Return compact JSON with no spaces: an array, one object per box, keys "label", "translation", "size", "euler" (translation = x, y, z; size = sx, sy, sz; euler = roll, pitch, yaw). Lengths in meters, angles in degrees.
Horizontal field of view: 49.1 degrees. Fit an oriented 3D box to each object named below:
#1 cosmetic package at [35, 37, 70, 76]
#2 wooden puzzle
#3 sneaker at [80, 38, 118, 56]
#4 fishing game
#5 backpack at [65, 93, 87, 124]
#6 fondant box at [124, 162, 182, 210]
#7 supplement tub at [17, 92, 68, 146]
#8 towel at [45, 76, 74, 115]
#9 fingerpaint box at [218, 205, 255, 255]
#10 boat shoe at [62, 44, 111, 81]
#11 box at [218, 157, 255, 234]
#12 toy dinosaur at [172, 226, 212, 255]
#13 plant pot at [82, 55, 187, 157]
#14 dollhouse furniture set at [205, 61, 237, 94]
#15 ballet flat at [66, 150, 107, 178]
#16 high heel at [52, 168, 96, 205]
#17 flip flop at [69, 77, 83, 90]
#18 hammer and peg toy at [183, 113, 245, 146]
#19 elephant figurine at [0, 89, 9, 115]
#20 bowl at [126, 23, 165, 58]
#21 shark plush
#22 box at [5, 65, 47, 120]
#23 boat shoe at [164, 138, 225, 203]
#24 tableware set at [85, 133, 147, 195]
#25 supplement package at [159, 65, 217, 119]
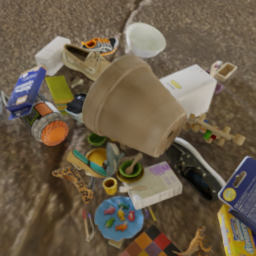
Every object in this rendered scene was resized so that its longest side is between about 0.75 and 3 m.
[{"label":"cosmetic package","translation":[-3.177,-3.128,12.181],"size":[0.702,0.890,1.654],"euler":[19,51,17]},{"label":"wooden puzzle","translation":[0.638,3.613,6.991],"size":[1.719,0.204,2.898],"euler":[-35,56,-25]},{"label":"sneaker","translation":[-1.302,-3.750,12.781],"size":[1.996,0.771,0.781],"euler":[-30,55,-25]},{"label":"fishing game","translation":[-0.269,2.473,7.828],"size":[1.975,0.307,1.414],"euler":[-11,42,-10]},{"label":"backpack","translation":[-1.537,-0.670,9.940],"size":[1.030,0.873,1.160],"euler":[-50,35,-16]},{"label":"fondant box","translation":[0.706,1.689,8.359],"size":[1.465,0.427,1.057],"euler":[-16,40,-14]},{"label":"supplement tub","translation":[-2.981,-0.324,9.666],"size":[1.186,1.186,1.935],"euler":[-33,58,-24]},{"label":"towel","translation":[-2.528,-1.275,10.734],"size":[0.789,0.166,1.833],"euler":[-11,62,-32]},{"label":"fingerpaint box","translation":[3.375,3.026,7.178],"size":[1.659,0.729,1.988],"euler":[1,50,1]},{"label":"boat shoe","translation":[-1.498,-2.710,11.686],"size":[2.791,0.907,1.007],"euler":[25,56,9]},{"label":"box","translation":[3.698,2.045,6.975],"size":[2.623,0.425,1.589],"euler":[38,66,20]},{"label":"toy dinosaur","translation":[1.758,3.132,7.341],"size":[0.688,0.391,1.295],"euler":[27,37,30]},{"label":"plant pot","translation":[0.394,-0.451,8.385],"size":[2.331,2.687,2.687],"euler":[36,59,20]},{"label":"dollhouse furniture set","translation":[3.623,-2.581,11.419],"size":[1.408,1.262,1.777],"euler":[36,59,25]},{"label":"ballet flat","translation":[-1.238,1.138,8.279],"size":[1.324,0.417,0.454],"euler":[40,18,-15]},{"label":"high heel","translation":[-1.701,1.751,8.424],"size":[1.442,0.515,1.028],"euler":[4,60,7]},{"label":"flip flop","translation":[-2.048,-1.758,10.789],"size":[0.561,0.399,1.385],"euler":[-38,17,0]},{"label":"hammer and peg toy","translation":[2.765,0.166,9.226],"size":[1.827,1.343,0.644],"euler":[28,88,-8]},{"label":"elephant figurine","translation":[-4.972,-1.106,10.396],"size":[1.187,1.302,1.678],"euler":[24,23,-16]},{"label":"bowl","translation":[0.685,-3.763,12.559],"size":[1.837,0.826,1.837],"euler":[10,54,-15]},{"label":"shark plush","translation":[-0.600,1.119,8.710],"size":[0.530,1.273,0.578],"euler":[21,0,-31]},{"label":"box","translation":[-3.374,-1.178,9.198],"size":[1.131,0.303,1.867],"euler":[-12,54,32]},{"label":"boat shoe","translation":[1.872,1.205,8.500],"size":[0.710,0.860,2.507],"euler":[-16,50,-44]},{"label":"tableware set","translation":[-0.469,0.917,8.793],"size":[1.816,0.414,2.696],"euler":[-8,40,-1]},{"label":"supplement package","translation":[1.896,-1.062,10.019],"size":[2.000,1.558,1.109],"euler":[-26,55,-21]}]
